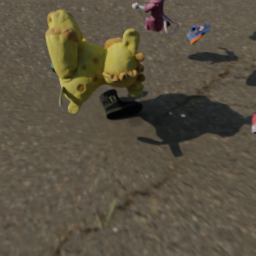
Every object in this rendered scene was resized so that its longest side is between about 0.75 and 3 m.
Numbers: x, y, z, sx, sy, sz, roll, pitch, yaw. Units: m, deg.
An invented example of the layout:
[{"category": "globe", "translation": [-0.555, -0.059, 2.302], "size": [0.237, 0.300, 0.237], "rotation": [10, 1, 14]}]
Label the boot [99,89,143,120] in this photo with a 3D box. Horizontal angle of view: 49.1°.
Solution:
[{"category": "boot", "translation": [-0.288, -0.980, 10.503], "size": [1.478, 0.556, 1.105], "rotation": [-12, 53, -9]}]

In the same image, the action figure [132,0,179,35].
[{"category": "action figure", "translation": [1.059, -4.345, 10.474], "size": [1.218, 1.818, 1.354], "rotation": [-43, 65, -12]}]

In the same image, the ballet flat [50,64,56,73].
[{"category": "ballet flat", "translation": [-2.111, -2.171, 9.517], "size": [1.133, 0.388, 0.385], "rotation": [-24, 71, -22]}]

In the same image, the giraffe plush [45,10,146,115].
[{"category": "giraffe plush", "translation": [-0.782, -1.859, 7.912], "size": [2.392, 2.545, 2.950], "rotation": [-11, 65, -2]}]

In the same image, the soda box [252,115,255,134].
[{"category": "soda box", "translation": [4.284, -0.252, 7.654], "size": [0.642, 1.834, 0.581], "rotation": [17, 70, -16]}]

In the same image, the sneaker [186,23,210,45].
[{"category": "sneaker", "translation": [2.453, -3.394, 9.768], "size": [0.477, 0.458, 1.216], "rotation": [48, 56, -6]}]
